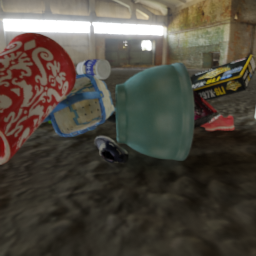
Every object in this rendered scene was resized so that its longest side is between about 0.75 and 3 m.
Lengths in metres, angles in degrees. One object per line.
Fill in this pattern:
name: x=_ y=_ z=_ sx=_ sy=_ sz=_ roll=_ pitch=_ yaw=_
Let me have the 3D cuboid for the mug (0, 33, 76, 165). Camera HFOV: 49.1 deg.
mug: x=-2.643 y=-0.480 z=6.816 sx=1.998 sy=2.658 sz=2.995 roll=-1 pitch=38 yaw=17

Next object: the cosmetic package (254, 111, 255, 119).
cosmetic package: x=7.107 y=-0.549 z=11.874 sx=2.952 sy=0.747 sz=1.218 roll=3 pitch=14 yaw=9

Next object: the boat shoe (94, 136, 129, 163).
boat shoe: x=-0.608 y=0.564 z=7.618 sx=1.271 sy=0.474 sz=0.589 roll=25 pitch=11 yaw=37

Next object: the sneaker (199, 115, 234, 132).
sneaker: x=3.418 y=-0.221 z=10.900 sx=1.431 sy=0.621 sz=0.528 roll=-2 pitch=15 yaw=-5

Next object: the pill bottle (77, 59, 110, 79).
pill bottle: x=-1.345 y=-2.223 z=10.641 sx=1.228 sy=0.735 sz=0.735 roll=9 pitch=17 yaw=39

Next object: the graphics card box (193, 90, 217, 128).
graphics card box: x=1.483 y=-0.539 z=8.117 sx=2.130 sy=0.542 sz=1.336 roll=-17 pitch=57 yaw=-41

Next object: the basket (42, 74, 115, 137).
basket: x=-1.955 y=-0.714 z=9.642 sx=2.501 sy=1.973 sz=2.836 roll=-19 pitch=7 yaw=23

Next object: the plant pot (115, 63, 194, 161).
plant pot: x=0.537 y=-0.406 z=7.597 sx=1.773 sy=2.647 sz=2.647 roll=-1 pitch=15 yaw=-5

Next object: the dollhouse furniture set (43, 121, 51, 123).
dollhouse furniture set: x=-4.239 y=-0.747 z=12.145 sx=1.946 sy=0.976 sz=1.275 roll=-4 pitch=16 yaw=-13

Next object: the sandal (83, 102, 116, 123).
sandal: x=-1.339 y=-0.973 z=11.440 sx=2.875 sy=0.616 sz=1.093 roll=29 pitch=11 yaw=3

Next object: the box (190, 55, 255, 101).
box: x=3.319 y=-1.754 z=10.574 sx=2.514 sy=0.620 sz=2.008 roll=-13 pitch=25 yaw=41
